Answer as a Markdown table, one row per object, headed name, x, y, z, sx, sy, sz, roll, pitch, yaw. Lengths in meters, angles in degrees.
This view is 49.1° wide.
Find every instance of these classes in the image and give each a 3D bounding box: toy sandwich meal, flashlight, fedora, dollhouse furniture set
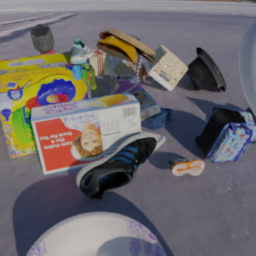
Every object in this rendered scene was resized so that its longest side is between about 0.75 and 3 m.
| name | x | y | z | sx | sy | sz | roll | pitch | yaw |
| --- | --- | --- | --- | --- | --- | --- | --- | --- | --- |
| toy sandwich meal | -0.073 | -2.544 | 9.217 | 2.132 | 0.730 | 2.132 | 28 | 9 | -5 |
| flashlight | -2.869 | -2.283 | 10.476 | 0.973 | 2.873 | 0.976 | 19 | 54 | 19 |
| fedora | 3.546 | -2.527 | 13.405 | 1.226 | 2.684 | 2.684 | -32 | 27 | 12 |
| dollhouse furniture set | -0.135 | -2.231 | 12.137 | 0.879 | 1.241 | 1.350 | 42 | -4 | 4 |

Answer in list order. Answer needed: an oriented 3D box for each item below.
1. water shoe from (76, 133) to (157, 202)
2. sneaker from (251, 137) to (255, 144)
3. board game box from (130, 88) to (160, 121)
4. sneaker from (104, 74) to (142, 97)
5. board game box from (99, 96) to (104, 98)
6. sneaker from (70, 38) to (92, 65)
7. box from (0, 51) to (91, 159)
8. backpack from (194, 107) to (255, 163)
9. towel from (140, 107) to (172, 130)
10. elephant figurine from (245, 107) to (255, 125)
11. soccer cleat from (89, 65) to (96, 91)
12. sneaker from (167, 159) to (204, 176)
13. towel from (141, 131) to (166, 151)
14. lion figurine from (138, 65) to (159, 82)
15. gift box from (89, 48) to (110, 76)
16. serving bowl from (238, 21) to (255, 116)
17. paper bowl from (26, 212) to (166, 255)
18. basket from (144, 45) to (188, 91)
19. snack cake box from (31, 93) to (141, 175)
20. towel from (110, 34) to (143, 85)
| name | x | y | z | sx | sy | sz | roll | pitch | yaw |
| --- | --- | --- | --- | --- | --- | --- | --- | --- | --- |
| water shoe | -0.066 | 1.072 | 7.416 | 2.584 | 0.924 | 1.020 | -31 | 39 | -21 |
| sneaker | 3.968 | 0.076 | 9.744 | 0.571 | 0.533 | 1.441 | -11 | 30 | -29 |
| board game box | -0.098 | -0.618 | 10.306 | 2.153 | 0.368 | 1.447 | -26 | 39 | -8 |
| sneaker | -0.434 | -1.598 | 11.283 | 1.846 | 1.052 | 0.669 | -21 | 43 | 19 |
| board game box | -0.712 | -1.195 | 12.340 | 1.017 | 0.236 | 0.771 | -9 | 30 | -15 |
| sneaker | -1.410 | -2.430 | 8.565 | 0.581 | 0.647 | 1.498 | 2 | 29 | -2 |
| box | -2.769 | -0.849 | 9.146 | 2.781 | 2.679 | 1.697 | -15 | 33 | -24 |
| backpack | 3.130 | 0.250 | 8.441 | 1.707 | 1.559 | 1.149 | 3 | 38 | -27 |
| towel | 0.536 | -0.598 | 10.905 | 2.238 | 0.543 | 1.249 | 23 | 37 | 37 |
| elephant figurine | 4.656 | -0.298 | 9.317 | 2.455 | 1.905 | 1.737 | 18 | 42 | 23 |
| soccer cleat | -1.969 | -2.558 | 14.011 | 0.728 | 0.942 | 2.253 | 12 | 25 | -18 |
| sneaker | 1.609 | 1.037 | 7.748 | 1.182 | 0.463 | 0.456 | 5 | 16 | -29 |
| towel | 0.350 | 0.427 | 9.442 | 1.551 | 0.185 | 1.139 | 15 | 35 | 30 |
| lion figurine | 1.080 | -2.858 | 14.689 | 1.439 | 0.881 | 0.521 | -3 | 24 | -10 |
| gift box | -1.712 | -3.764 | 15.849 | 1.470 | 1.372 | 1.356 | -5 | 29 | -12 |
| serving bowl | 2.542 | -0.890 | 4.989 | 0.707 | 2.148 | 2.148 | -14 | 13 | 45 |
| paper bowl | -0.503 | 2.561 | 4.487 | 2.269 | 1.180 | 2.269 | -1 | 28 | 0 |
| basket | 1.822 | -3.045 | 13.848 | 1.514 | 1.378 | 2.234 | 34 | 19 | -18 |
| snack cake box | -1.151 | 0.122 | 8.231 | 2.971 | 1.708 | 0.998 | -11 | 28 | -13 |
| towel | -0.027 | -3.433 | 14.235 | 1.209 | 2.340 | 2.825 | 6 | 27 | -17 |
